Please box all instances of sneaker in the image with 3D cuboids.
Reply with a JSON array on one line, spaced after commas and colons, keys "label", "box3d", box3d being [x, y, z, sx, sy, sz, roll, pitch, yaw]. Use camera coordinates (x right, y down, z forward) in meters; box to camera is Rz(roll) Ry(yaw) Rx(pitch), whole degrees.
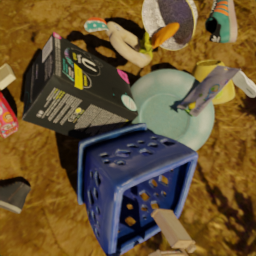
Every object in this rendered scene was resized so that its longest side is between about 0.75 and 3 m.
[{"label": "sneaker", "box3d": [4.186, -1.650, 10.150, 1.271, 0.464, 0.450, 48, 41, -10]}, {"label": "sneaker", "box3d": [-4.465, 2.271, 9.998, 1.862, 0.696, 0.989, 21, 57, 3]}, {"label": "sneaker", "box3d": [2.912, -3.644, 9.083, 0.870, 0.777, 2.178, -2, 60, 6]}]

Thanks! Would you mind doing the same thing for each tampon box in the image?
[{"label": "tampon box", "box3d": [-1.441, -1.040, 8.579, 2.842, 1.794, 2.130, 22, 37, -35]}]

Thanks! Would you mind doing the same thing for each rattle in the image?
[{"label": "rattle", "box3d": [0.012, -3.729, 10.246, 2.852, 2.037, 1.856, 44, 48, -1]}]

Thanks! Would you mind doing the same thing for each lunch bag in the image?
[{"label": "lunch bag", "box3d": [-4.111, -0.512, 8.827, 0.669, 1.634, 1.439, -35, 87, -26]}]

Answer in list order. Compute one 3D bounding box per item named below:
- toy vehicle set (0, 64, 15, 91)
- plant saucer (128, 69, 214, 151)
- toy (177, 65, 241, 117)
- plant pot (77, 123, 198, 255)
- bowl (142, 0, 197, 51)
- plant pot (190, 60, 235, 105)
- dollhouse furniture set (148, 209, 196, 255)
[{"label": "toy vehicle set", "box3d": [-4.607, -1.439, 9.496, 1.622, 0.215, 1.008, -39, 44, -1]}, {"label": "plant saucer", "box3d": [1.175, -0.345, 8.827, 2.968, 0.571, 2.968, 3, 101, 15]}, {"label": "toy", "box3d": [2.280, -0.969, 7.824, 1.739, 0.411, 1.001, -44, 29, -3]}, {"label": "plant pot", "box3d": [-0.010, 1.358, 7.390, 2.521, 2.522, 2.267, -17, 39, -33]}, {"label": "bowl", "box3d": [1.687, -4.069, 10.164, 2.242, 2.242, 1.052, 37, 57, 18]}, {"label": "plant pot", "box3d": [2.910, -1.733, 10.076, 1.756, 1.246, 1.756, -7, 25, 3]}, {"label": "dollhouse furniture set", "box3d": [0.555, 2.617, 5.860, 1.760, 0.912, 0.779, -54, 43, 17]}]
